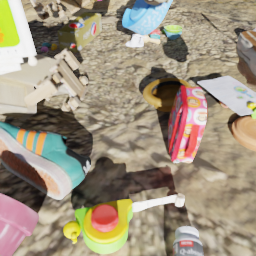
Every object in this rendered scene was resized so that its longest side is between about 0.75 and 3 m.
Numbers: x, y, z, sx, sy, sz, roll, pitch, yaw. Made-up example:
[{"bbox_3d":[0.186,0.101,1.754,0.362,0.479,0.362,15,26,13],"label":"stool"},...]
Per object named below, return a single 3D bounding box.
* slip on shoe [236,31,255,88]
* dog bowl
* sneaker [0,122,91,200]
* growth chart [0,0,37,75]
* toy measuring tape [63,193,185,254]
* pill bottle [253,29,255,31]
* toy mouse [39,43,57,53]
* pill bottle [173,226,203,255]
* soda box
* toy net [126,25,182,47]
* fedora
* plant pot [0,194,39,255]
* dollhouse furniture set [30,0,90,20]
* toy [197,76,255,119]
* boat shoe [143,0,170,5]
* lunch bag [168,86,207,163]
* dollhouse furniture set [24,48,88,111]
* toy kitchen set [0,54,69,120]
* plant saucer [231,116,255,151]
[{"bbox_3d":[2.456,-1.030,4.968,0.968,0.771,2.547,3,33,1],"label":"slip on shoe"},{"bbox_3d":[0.750,-3.834,8.190,1.389,0.618,2.492,14,77,56],"label":"dog bowl"},{"bbox_3d":[-2.014,0.513,6.201,2.703,0.965,1.080,28,41,24],"label":"sneaker"},{"bbox_3d":[-2.423,-1.352,4.272,2.045,1.480,0.181,-16,25,9],"label":"growth chart"},{"bbox_3d":[0.026,1.674,4.881,2.248,0.827,0.827,-7,40,-12],"label":"toy measuring tape"},{"bbox_3d":[5.281,-3.261,10.740,0.812,0.812,1.432,2,40,2],"label":"pill bottle"},{"bbox_3d":[-3.288,-3.261,11.239,0.814,0.177,0.916,6,40,7],"label":"toy mouse"},{"bbox_3d":[0.976,2.090,4.567,0.485,0.485,0.838,3,41,4],"label":"pill bottle"},{"bbox_3d":[-1.953,-4.055,11.722,0.822,0.777,2.426,13,41,14],"label":"soda box"},{"bbox_3d":[0.993,-3.976,11.862,2.506,0.484,1.314,-16,43,-18],"label":"toy net"},{"bbox_3d":[1.151,-0.892,8.078,1.433,0.584,1.433,-5,43,4],"label":"fedora"},{"bbox_3d":[-2.287,1.739,4.520,1.272,1.272,1.139,12,56,14],"label":"plant pot"},{"bbox_3d":[-1.599,-3.503,7.192,1.694,0.750,0.878,-29,-3,13],"label":"dollhouse furniture set"},{"bbox_3d":[3.020,-0.840,8.084,1.162,0.476,2.018,-13,35,-17],"label":"toy"},{"bbox_3d":[0.605,-3.058,5.779,0.933,1.062,2.984,-33,16,17],"label":"boat shoe"},{"bbox_3d":[1.309,0.001,6.238,0.649,1.584,1.395,6,40,-1],"label":"lunch bag"},{"bbox_3d":[-2.047,-1.201,8.162,1.061,1.242,2.397,-27,28,18],"label":"dollhouse furniture set"},{"bbox_3d":[-3.488,-1.355,8.483,2.333,2.580,2.860,7,65,-47],"label":"toy kitchen set"},{"bbox_3d":[3.355,0.099,7.178,1.332,0.215,1.332,0,40,0],"label":"plant saucer"}]
